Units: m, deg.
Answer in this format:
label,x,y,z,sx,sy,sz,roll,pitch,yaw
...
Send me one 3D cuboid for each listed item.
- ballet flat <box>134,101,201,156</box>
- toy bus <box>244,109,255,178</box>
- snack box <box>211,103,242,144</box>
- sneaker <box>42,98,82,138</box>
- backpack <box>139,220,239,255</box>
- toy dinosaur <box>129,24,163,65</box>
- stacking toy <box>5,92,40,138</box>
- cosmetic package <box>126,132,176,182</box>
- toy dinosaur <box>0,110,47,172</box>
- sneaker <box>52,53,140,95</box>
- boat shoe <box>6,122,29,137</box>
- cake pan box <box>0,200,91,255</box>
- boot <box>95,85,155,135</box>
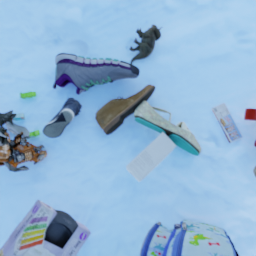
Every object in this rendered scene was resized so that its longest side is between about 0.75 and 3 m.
label,x,y,z,sx,sy,sz,roll,pitch,yaw
ballet flat,1.246,-0.032,8.011,2.274,0.767,0.709,31,76,-5
toy bus,4.455,0.169,7.822,2.207,1.140,2.082,-31,64,39
snack box,2.972,-0.150,8.434,0.424,0.143,1.179,-24,80,-4
sneaker,-1.917,-0.318,8.299,1.375,0.994,0.523,-35,113,31
backpack,1.252,3.536,6.256,2.195,2.987,2.733,8,79,12
toy dinosaur,0.541,-2.580,8.631,0.800,0.602,1.564,20,89,-18
stacking toy,-3.604,-0.288,8.318,1.857,0.436,1.400,-11,80,-3
cosmetic package,0.639,0.845,7.915,1.430,0.807,0.580,-43,80,-9
toy dinosaur,-3.358,0.465,7.502,1.192,2.333,1.583,-33,62,18
sneaker,-0.974,-1.476,8.387,2.605,0.969,1.140,10,90,13
boat shoe,-3.255,0.093,8.309,0.828,0.276,0.304,28,44,18
cake pan box,-2.126,3.012,7.204,1.743,0.495,1.893,44,76,-31
boot,-0.097,-0.723,8.287,2.031,0.748,0.766,-39,73,-4
